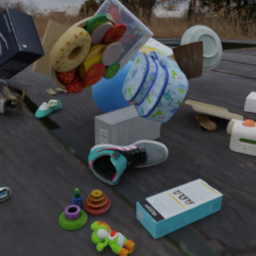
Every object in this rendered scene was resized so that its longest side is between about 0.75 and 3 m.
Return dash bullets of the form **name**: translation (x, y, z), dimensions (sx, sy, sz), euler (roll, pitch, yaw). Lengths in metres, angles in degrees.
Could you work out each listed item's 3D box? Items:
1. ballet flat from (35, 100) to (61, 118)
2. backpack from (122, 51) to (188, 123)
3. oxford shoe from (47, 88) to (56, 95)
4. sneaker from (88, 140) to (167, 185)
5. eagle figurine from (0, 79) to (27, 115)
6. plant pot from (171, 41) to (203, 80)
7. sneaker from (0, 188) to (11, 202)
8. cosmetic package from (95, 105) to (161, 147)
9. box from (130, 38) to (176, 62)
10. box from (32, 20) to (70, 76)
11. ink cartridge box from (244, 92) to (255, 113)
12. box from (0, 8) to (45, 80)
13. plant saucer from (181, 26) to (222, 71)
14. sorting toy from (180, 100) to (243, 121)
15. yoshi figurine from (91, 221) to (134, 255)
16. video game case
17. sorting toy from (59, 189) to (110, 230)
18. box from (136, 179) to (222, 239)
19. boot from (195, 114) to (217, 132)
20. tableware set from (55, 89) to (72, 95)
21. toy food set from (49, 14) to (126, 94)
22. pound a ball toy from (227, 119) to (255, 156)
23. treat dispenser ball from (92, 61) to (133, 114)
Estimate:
- **ballet flat**: translation (-3.666, -0.942, 12.796), dimensions (0.533, 0.558, 1.584), euler (15, 28, 23)
- **backpack**: translation (0.662, -1.088, 7.626), dimensions (1.316, 1.638, 1.790), euler (15, 30, -26)
- **oxford shoe**: translation (-4.327, -2.030, 15.657), dimensions (0.844, 0.316, 0.297), euler (21, 31, 40)
- **sneaker**: translation (-0.057, 0.929, 7.828), dimensions (2.337, 0.977, 1.411), euler (-5, 18, 7)
- **eagle figurine**: translation (-5.535, -1.348, 12.790), dimensions (2.006, 1.514, 1.522), euler (26, 71, 22)
- **plant pot**: translation (2.227, -2.358, 10.029), dimensions (1.118, 1.196, 1.118), euler (-13, 7, 2)
- **sneaker**: translation (-3.425, 1.752, 6.887), dimensions (0.438, 0.381, 0.973), euler (0, 11, 44)
- **cosmetic package**: translation (0.044, -0.003, 9.754), dimensions (1.050, 1.244, 2.329), euler (22, 30, 40)
- **box**: translation (1.007, -3.080, 12.712), dimensions (1.198, 1.330, 2.364), euler (-23, 44, -21)
- **box**: translation (-2.734, -3.044, 11.322), dimensions (1.705, 2.086, 0.222), euler (10, 23, -42)
- **ink cartridge box**: translation (6.398, -1.094, 12.993), dimensions (1.644, 0.681, 1.205), euler (15, 27, 31)
- **box**: translation (-3.599, -2.438, 8.408), dimensions (1.812, 1.341, 0.945), euler (-21, -5, 28)
- **plant saucer**: translation (3.151, -3.357, 11.638), dimensions (1.945, 1.945, 0.488), euler (-7, -1, -16)
- **sorting toy**: translation (3.046, -0.792, 11.783), dimensions (2.964, 0.397, 2.208), euler (14, 12, 1)
- **yoshi figurine**: translation (-0.374, 2.272, 5.603), dimensions (0.934, 0.525, 0.523), euler (29, 74, 25)
- **video game case**: translation (-0.437, -3.325, 10.047), dimensions (2.000, 1.822, 0.230), euler (36, 28, -22)
- **sorting toy**: translation (-1.041, 1.772, 6.485), dimensions (1.275, 0.523, 0.766), euler (-19, 30, -37)
- **box**: translation (1.195, 1.811, 6.459), dimensions (1.906, 0.468, 0.784), euler (-12, 26, -27)
- **boot**: translation (2.999, -0.219, 11.323), dimensions (0.479, 0.467, 1.269), euler (-18, 29, -13)
- **tableware set**: translation (-3.591, -2.048, 15.887), dimensions (0.949, 0.190, 0.627), euler (13, 14, 14)
- **toy food set**: translation (-1.232, -2.287, 8.977), dimensions (2.842, 2.871, 0.698), euler (-36, 68, -24)
- **pound a ball toy**: translation (4.550, 0.184, 9.552), dimensions (2.459, 1.045, 1.604), euler (13, 26, 27)
- **treat dispenser ball**: translation (-0.320, -1.683, 12.150), dimensions (2.505, 2.505, 2.505), euler (0, 23, 0)
